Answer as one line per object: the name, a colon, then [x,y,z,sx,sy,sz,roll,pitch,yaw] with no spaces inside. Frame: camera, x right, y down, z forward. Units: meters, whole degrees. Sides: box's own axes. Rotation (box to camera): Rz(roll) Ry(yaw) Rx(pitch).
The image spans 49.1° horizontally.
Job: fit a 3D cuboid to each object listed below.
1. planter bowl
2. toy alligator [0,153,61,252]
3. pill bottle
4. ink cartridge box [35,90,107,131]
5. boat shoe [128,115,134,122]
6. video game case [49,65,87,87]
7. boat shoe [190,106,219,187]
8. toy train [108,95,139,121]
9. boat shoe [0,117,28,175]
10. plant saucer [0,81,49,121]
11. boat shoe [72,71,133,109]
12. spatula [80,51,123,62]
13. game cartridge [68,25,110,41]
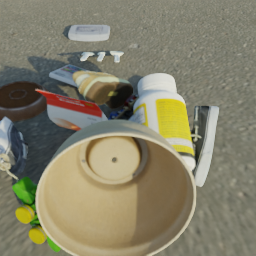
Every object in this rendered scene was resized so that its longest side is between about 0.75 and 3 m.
planter bowl: [-0.199,0.749,4.374,2.142,2.142,1.442,-3,25,-4]
toy alligator: [-1.513,1.204,4.634,0.531,1.957,0.580,-24,9,29]
pill bottle: [0.691,-0.070,5.846,1.118,1.118,2.008,-3,69,-4]
ink cartridge box: [-1.154,-0.252,6.139,1.337,1.648,0.413,14,80,11]
boat shoe: [0.603,-0.281,7.080,0.580,0.673,1.871,28,48,18]
video game case: [-1.562,-1.582,8.614,1.257,0.144,1.146,20,31,12]
boat shoe: [1.531,0.310,6.161,0.667,0.721,1.954,9,66,17]
toy train: [0.216,-0.666,7.709,0.590,0.440,2.577,21,45,26]
boat shoe: [-2.576,0.393,6.084,0.818,0.773,2.281,-57,27,-2]
plant saucer: [-3.129,-0.862,8.026,1.788,0.308,1.788,0,40,0]
boat shoe: [-0.589,-1.076,7.051,0.894,0.842,2.349,41,11,14]
spatula: [-0.862,-2.421,9.350,1.456,0.168,2.095,2,20,-4]
game cartridge: [-1.581,-3.899,11.481,1.617,0.331,1.076,1,38,1]
